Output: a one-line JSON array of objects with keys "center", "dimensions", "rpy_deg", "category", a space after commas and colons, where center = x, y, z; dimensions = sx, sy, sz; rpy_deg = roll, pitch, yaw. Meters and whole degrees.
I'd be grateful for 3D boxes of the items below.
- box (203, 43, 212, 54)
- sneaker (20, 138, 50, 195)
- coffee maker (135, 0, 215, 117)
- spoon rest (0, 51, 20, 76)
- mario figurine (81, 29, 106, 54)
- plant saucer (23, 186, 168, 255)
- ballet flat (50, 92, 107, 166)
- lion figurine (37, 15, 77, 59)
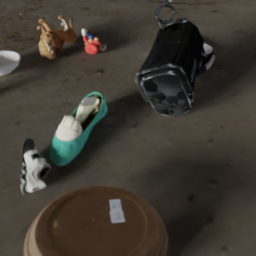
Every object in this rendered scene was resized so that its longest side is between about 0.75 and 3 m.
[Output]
[{"center": [2.836, -3.594, 12.348], "dimensions": [1.018, 0.256, 1.410], "rpy_deg": [-25, 49, -23], "category": "box"}, {"center": [-2.458, 0.969, 7.530], "dimensions": [0.728, 0.610, 1.646], "rpy_deg": [-8, 55, -8], "category": "sneaker"}, {"center": [1.326, -2.213, 9.264], "dimensions": [2.730, 1.914, 2.842], "rpy_deg": [40, 46, -17], "category": "coffee maker"}, {"center": [-5.187, -2.139, 10.430], "dimensions": [1.482, 0.904, 2.984], "rpy_deg": [10, 46, 11], "category": "spoon rest"}, {"center": [-1.488, -3.844, 12.208], "dimensions": [0.973, 0.835, 1.576], "rpy_deg": [-8, 44, -9], "category": "mario figurine"}, {"center": [-0.608, 1.994, 5.514], "dimensions": [2.800, 0.412, 2.800], "rpy_deg": [1, 25, 0], "category": "plant saucer"}, {"center": [-1.513, -0.163, 8.354], "dimensions": [0.943, 0.986, 2.801], "rpy_deg": [15, 47, 19], "category": "ballet flat"}, {"center": [-2.950, -4.005, 12.265], "dimensions": [2.574, 0.933, 1.576], "rpy_deg": [-37, 89, -39], "category": "lion figurine"}]
